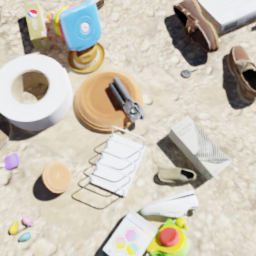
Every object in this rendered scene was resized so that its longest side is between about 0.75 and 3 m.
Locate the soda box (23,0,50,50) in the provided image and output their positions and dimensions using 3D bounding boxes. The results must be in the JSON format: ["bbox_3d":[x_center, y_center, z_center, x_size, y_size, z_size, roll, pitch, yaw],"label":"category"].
[{"bbox_3d":[-3.954,-4.463,12.082,0.657,0.695,2.054,-15,70,-6],"label":"soda box"}]

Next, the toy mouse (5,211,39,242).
[{"bbox_3d":[-3.457,3.377,9.356,1.014,0.221,1.141,15,70,6],"label":"toy mouse"}]

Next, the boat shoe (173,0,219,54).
[{"bbox_3d":[2.797,-4.237,11.857,1.024,1.025,2.912,-16,62,-10],"label":"boat shoe"}]

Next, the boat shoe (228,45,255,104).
[{"bbox_3d":[4.717,-2.269,11.122,0.977,0.926,2.580,-10,70,-4],"label":"boat shoe"}]

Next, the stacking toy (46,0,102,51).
[{"bbox_3d":[-2.553,-4.298,11.411,1.677,1.585,2.889,-36,45,-26],"label":"stacking toy"}]

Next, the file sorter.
[{"bbox_3d":[-0.342,1.126,9.680,1.373,1.232,1.979,21,70,7],"label":"file sorter"}]

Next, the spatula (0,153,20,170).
[{"bbox_3d":[-4.842,1.429,10.116,1.885,0.194,0.533,-19,69,-7],"label":"spatula"}]

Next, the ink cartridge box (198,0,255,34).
[{"bbox_3d":[4.315,-5.643,12.664,2.256,0.792,2.776,-24,58,-9],"label":"ink cartridge box"}]

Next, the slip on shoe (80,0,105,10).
[{"bbox_3d":[-1.905,-5.333,12.402,1.893,0.720,0.573,-42,76,-16],"label":"slip on shoe"}]

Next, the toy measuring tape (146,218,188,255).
[{"bbox_3d":[1.047,3.965,8.530,1.061,1.061,2.884,37,60,13],"label":"toy measuring tape"}]

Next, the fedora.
[{"bbox_3d":[-1.763,-3.108,11.581,1.668,0.680,1.668,0,70,0],"label":"fedora"}]

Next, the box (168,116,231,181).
[{"bbox_3d":[2.513,0.725,10.074,0.918,0.764,2.234,-37,74,-13],"label":"box"}]

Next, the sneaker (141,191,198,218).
[{"bbox_3d":[1.405,2.686,9.391,1.950,0.745,0.785,-14,79,-4],"label":"sneaker"}]

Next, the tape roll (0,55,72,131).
[{"bbox_3d":[-3.596,-1.360,10.741,2.839,0.993,2.839,0,69,0],"label":"tape roll"}]

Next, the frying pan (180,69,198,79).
[{"bbox_3d":[2.533,-2.249,11.566,0.750,0.122,0.454,-2,70,3],"label":"frying pan"}]

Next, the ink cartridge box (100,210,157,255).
[{"bbox_3d":[-0.087,3.820,8.975,1.082,0.618,2.084,35,73,12],"label":"ink cartridge box"}]

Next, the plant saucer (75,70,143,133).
[{"bbox_3d":[-0.754,-1.150,10.932,2.703,0.506,2.703,0,68,0],"label":"plant saucer"}]

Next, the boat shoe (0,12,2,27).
[{"bbox_3d":[-6.133,-4.379,12.010,0.811,0.769,2.142,15,70,6],"label":"boat shoe"}]

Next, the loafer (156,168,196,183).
[{"bbox_3d":[1.716,1.643,9.874,1.434,0.484,0.545,-2,69,-1],"label":"loafer"}]

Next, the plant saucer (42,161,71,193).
[{"bbox_3d":[-2.420,1.674,9.635,0.181,1.121,1.121,-23,63,39],"label":"plant saucer"}]

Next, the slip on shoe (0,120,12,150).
[{"bbox_3d":[-4.900,0.466,10.295,0.667,0.532,1.755,22,71,8],"label":"slip on shoe"}]

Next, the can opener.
[{"bbox_3d":[-0.037,-1.044,10.553,0.514,0.644,1.925,-42,66,25],"label":"can opener"}]
